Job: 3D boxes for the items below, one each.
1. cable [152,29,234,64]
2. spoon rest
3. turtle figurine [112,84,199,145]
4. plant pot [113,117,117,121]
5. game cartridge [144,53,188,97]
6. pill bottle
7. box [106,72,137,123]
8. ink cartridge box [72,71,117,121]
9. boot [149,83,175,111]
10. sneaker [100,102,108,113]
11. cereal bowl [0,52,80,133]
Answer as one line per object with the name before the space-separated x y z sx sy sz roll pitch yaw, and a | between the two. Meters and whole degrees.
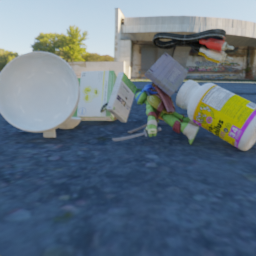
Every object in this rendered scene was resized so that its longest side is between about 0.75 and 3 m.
cable | 2.010 -2.662 8.927 2.702 0.680 1.312 12 -14 15
spoon rest | -2.522 -0.219 10.591 1.122 0.685 2.259 2 13 8
turtle figurine | 1.064 -0.039 9.314 2.304 2.376 1.710 25 -10 11
plant pot | -0.800 -0.829 12.570 0.890 0.597 0.890 -4 54 5
game cartridge | 1.302 -1.766 9.192 0.327 1.104 1.704 -43 6 42
pill bottle | 2.746 -0.496 8.490 2.569 1.339 1.339 35 30 30
box | -0.212 -1.120 10.389 0.280 1.543 1.114 7 -20 32
ink cartridge box | -2.009 -1.377 12.236 2.920 2.125 0.700 0 -15 10
boot | 1.450 -1.160 10.845 0.958 2.603 0.982 -39 66 -10
sneaker | -0.675 -0.834 11.259 0.990 0.439 0.381 -32 25 10
cereal bowl | -2.886 -1.113 9.324 2.650 2.650 1.104 0 -5 -2
